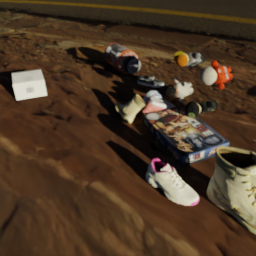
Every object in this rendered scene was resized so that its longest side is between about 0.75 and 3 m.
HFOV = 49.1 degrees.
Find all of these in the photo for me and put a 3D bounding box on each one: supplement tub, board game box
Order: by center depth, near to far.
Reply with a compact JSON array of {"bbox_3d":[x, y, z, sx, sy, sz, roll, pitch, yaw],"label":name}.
[{"bbox_3d":[1.957,0.169,10.094,1.854,0.473,2.736,-15,37,-21],"label":"board game box"},{"bbox_3d":[-0.284,-3.696,15.101,1.241,1.241,2.321,-19,38,-25],"label":"supplement tub"}]

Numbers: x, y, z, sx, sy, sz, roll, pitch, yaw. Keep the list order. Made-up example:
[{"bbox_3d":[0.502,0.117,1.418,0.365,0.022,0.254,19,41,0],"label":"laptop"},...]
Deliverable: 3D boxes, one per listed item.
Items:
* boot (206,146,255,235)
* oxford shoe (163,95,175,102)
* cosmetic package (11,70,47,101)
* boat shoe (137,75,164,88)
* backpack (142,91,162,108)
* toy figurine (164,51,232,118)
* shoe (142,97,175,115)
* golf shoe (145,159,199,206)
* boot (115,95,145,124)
[{"bbox_3d":[3.067,1.565,6.792,2.370,1.833,0.854,30,50,35],"label":"boot"},{"bbox_3d":[1.959,-1.625,12.744,0.485,0.484,1.359,17,40,21],"label":"oxford shoe"},{"bbox_3d":[-4.584,-2.007,12.963,1.357,0.837,1.361,-12,36,-17],"label":"cosmetic package"},{"bbox_3d":[1.111,-2.335,13.779,1.370,0.464,0.491,14,37,20],"label":"boat shoe"},{"bbox_3d":[1.006,-1.158,11.670,0.849,0.808,0.654,-7,52,-33],"label":"backpack"},{"bbox_3d":[2.529,-1.685,10.661,1.523,2.190,2.156,-13,45,-37],"label":"toy figurine"},{"bbox_3d":[1.298,-0.715,11.357,1.582,0.720,0.565,12,32,-39],"label":"shoe"},{"bbox_3d":[1.209,1.510,7.868,1.756,0.804,0.661,29,43,33],"label":"golf shoe"},{"bbox_3d":[0.061,-0.910,11.118,0.499,1.066,1.371,29,17,-36],"label":"boot"}]
